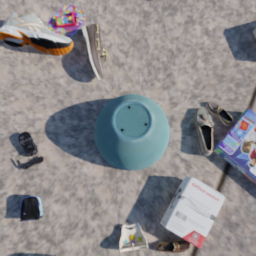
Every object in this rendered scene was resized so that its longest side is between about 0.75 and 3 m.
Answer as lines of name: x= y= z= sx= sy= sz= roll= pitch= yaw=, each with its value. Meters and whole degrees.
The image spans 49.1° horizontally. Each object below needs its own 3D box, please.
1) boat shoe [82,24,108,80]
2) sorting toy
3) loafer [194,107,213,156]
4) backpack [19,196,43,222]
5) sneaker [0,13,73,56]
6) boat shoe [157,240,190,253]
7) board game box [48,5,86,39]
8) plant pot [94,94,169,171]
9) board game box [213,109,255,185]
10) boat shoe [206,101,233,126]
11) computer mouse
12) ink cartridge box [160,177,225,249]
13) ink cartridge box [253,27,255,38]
boat shoe: x=-1.175 y=-2.951 z=10.694 sx=0.703 sy=0.848 sz=2.362 roll=-16 pitch=71 yaw=0
sorting toy: x=0.135 y=3.609 z=9.284 sx=0.917 sy=0.490 sz=0.826 roll=-8 pitch=69 yaw=-1
loafer: x=2.795 y=0.077 z=10.061 sx=0.656 sy=0.574 sz=1.825 roll=-3 pitch=76 yaw=-1
backpack: x=-3.236 y=2.684 z=9.415 sx=0.715 sy=0.574 sz=0.782 roll=-6 pitch=82 yaw=-1
sneaker: x=-3.473 y=-3.762 z=10.788 sx=2.915 sy=1.103 sz=1.341 roll=14 pitch=72 yaw=2
boat shoe: x=1.518 y=3.925 z=9.201 sx=1.119 sy=0.403 sz=0.404 roll=-1 pitch=76 yaw=0
board game box: x=-2.503 y=-4.393 z=11.306 sx=1.242 sy=0.306 sz=1.572 roll=36 pitch=79 yaw=8
plant pot: x=0.122 y=-0.016 z=9.441 sx=2.737 sy=1.844 sz=2.737 roll=0 pitch=76 yaw=1
board game box: x=4.776 y=0.964 z=9.877 sx=2.893 sy=0.499 sz=1.958 roll=41 pitch=80 yaw=9
boat shoe: x=3.396 y=-0.582 z=10.343 sx=0.415 sy=0.344 sz=1.156 roll=-40 pitch=79 yaw=-9
computer mouse: x=-3.664 y=0.843 z=10.044 sx=0.907 sy=0.297 sz=1.292 roll=-31 pitch=86 yaw=-7
ink cartridge box: x=2.109 y=2.724 z=9.236 sx=1.352 sy=0.763 sz=1.842 roll=32 pitch=79 yaw=0
ink cartridge box: x=6.153 y=-3.609 z=10.831 sx=2.022 sy=0.837 sz=1.473 roll=-17 pitch=77 yaw=-4
